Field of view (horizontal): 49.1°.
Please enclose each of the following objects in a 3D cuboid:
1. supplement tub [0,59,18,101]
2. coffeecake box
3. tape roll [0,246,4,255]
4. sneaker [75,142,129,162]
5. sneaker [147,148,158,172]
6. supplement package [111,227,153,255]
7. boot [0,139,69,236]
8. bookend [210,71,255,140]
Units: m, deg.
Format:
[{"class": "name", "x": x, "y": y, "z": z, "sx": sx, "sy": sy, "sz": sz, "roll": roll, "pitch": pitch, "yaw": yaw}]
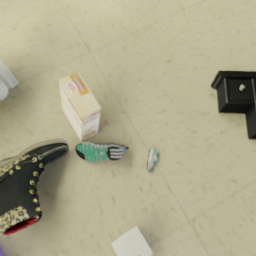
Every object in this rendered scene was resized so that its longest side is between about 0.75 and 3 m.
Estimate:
[{"class": "supplement tub", "x": -5.479, "y": -1.440, "z": 9.420, "sx": 2.890, "sy": 2.090, "sz": 2.090, "roll": -37, "pitch": 75, "yaw": -12}, {"class": "coffeecake box", "x": -1.591, "y": -0.627, "z": 9.195, "sx": 0.696, "sy": 1.904, "sz": 1.462, "roll": -27, "pitch": 73, "yaw": -20}, {"class": "tape roll", "x": -5.102, "y": 4.209, "z": 7.933, "sx": 2.759, "sy": 1.172, "sz": 2.759, "roll": 0, "pitch": 70, "yaw": 1}, {"class": "sneaker", "x": -0.891, "y": 0.783, "z": 9.542, "sx": 1.787, "sy": 0.782, "sz": 0.665, "roll": 5, "pitch": 101, "yaw": 22}, {"class": "sneaker", "x": 0.843, "y": 1.104, "z": 9.482, "sx": 0.356, "sy": 0.320, "sz": 0.825, "roll": 11, "pitch": 71, "yaw": 1}, {"class": "supplement package", "x": 0.113, "y": 3.494, "z": 8.195, "sx": 0.862, "sy": 1.136, "sz": 0.856, "roll": -31, "pitch": 73, "yaw": -10}, {"class": "boot", "x": -2.860, "y": 1.723, "z": 8.598, "sx": 2.862, "sy": 1.033, "sz": 2.162, "roll": -24, "pitch": 60, "yaw": -18}, {"class": "bookend", "x": 4.236, "y": -0.686, "z": 9.695, "sx": 2.374, "sy": 1.094, "sz": 2.359, "roll": 2, "pitch": 71, "yaw": 1}]
